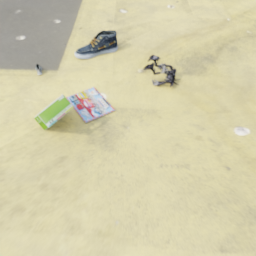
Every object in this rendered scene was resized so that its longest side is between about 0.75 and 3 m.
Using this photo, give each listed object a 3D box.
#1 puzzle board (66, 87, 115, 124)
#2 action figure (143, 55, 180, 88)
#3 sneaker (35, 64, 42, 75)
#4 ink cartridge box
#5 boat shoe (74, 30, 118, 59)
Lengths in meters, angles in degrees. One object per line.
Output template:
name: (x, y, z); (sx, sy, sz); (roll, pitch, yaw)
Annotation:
puzzle board: (-1.618, -1.034, 11.890); (1.391, 0.161, 1.846); (-26, 52, -22)
action figure: (1.521, -2.473, 12.609); (0.946, 1.853, 1.101); (-3, 62, 50)
sneaker: (-4.317, -2.919, 13.456); (0.297, 0.457, 0.792); (-18, 50, -16)
ink cartridge box: (-2.659, -0.646, 10.365); (1.286, 1.740, 0.659); (-45, 102, -25)
boat shoe: (-1.661, -4.320, 14.353); (2.349, 1.066, 0.831); (-19, 49, -17)
